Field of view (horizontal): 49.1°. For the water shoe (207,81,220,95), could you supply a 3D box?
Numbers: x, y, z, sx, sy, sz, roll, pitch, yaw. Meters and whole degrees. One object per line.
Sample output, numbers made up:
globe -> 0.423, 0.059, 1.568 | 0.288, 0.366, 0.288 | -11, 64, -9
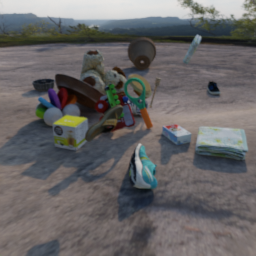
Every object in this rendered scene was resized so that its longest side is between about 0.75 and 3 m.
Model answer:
water shoe -> 4.688, -2.229, 15.445 | 0.498, 0.550, 1.393 | -2, 23, -6

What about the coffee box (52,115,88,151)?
coffee box -> -1.934, 0.146, 9.514 | 0.865, 0.856, 0.866 | 8, 25, 19

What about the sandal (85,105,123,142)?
sandal -> -0.562, -0.066, 7.339 | 0.367, 0.546, 1.359 | 34, 59, 22

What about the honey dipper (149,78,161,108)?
honey dipper -> 1.173, -1.554, 12.515 | 0.262, 1.379, 0.262 | 14, 16, -4

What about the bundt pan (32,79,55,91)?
bundt pan -> -4.815, -2.440, 16.027 | 1.301, 0.488, 1.301 | 1, 24, 0

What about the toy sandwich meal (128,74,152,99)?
toy sandwich meal -> 0.451, -1.714, 11.695 | 1.242, 0.425, 1.242 | 22, 41, -21

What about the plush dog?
plush dog -> -1.191, -2.155, 14.086 | 2.485, 2.321, 2.893 | 9, 50, -14

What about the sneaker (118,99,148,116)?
sneaker -> 0.007, -0.777, 11.813 | 1.179, 0.761, 2.172 | 14, 25, 30

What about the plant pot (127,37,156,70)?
plant pot -> 1.030, -5.442, 21.353 | 2.279, 2.279, 1.987 | 1, 42, 2

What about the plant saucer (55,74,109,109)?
plant saucer -> -2.076, -1.465, 12.221 | 2.627, 0.452, 2.627 | 25, -11, 5

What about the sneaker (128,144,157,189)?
sneaker -> 0.415, 1.098, 7.803 | 0.719, 0.699, 1.805 | 15, 27, -9

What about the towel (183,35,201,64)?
towel -> 3.076, -3.787, 13.464 | 0.319, 1.133, 1.323 | 26, 38, 2

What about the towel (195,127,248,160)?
towel -> 3.108, 0.429, 9.397 | 1.569, 0.441, 1.832 | 8, 24, 15

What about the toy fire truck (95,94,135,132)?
toy fire truck -> -0.464, -0.595, 10.291 | 1.213, 1.444, 0.810 | -19, -13, 12

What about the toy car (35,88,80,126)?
toy car -> -2.905, -0.955, 11.463 | 1.802, 1.351, 1.577 | -14, 28, -30

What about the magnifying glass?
magnifying glass -> 0.463, -0.927, 10.679 | 0.808, 2.031, 0.227 | -19, 12, 22

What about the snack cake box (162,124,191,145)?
snack cake box -> 1.722, 0.218, 10.011 | 0.581, 0.340, 1.011 | -11, 25, -20

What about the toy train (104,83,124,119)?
toy train -> -0.498, -0.915, 9.836 | 0.370, 1.312, 0.274 | -19, 0, -7
